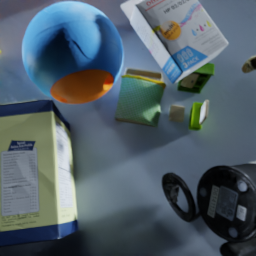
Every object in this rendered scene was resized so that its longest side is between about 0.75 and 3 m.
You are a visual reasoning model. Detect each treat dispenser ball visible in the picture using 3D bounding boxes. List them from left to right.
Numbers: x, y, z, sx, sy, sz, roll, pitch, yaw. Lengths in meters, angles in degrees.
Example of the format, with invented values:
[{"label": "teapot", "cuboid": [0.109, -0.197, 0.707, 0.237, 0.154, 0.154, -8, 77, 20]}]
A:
[{"label": "treat dispenser ball", "cuboid": [-1.373, -1.855, 7.142, 2.502, 2.502, 2.502, 0, 74, 0]}]

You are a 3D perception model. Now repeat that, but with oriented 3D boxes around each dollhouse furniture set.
[{"label": "dollhouse furniture set", "cuboid": [0.885, -0.903, 7.491, 2.418, 1.213, 1.584, 9, 74, 2]}]

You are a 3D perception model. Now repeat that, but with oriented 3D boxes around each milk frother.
[{"label": "milk frother", "cuboid": [2.459, 1.507, 6.671, 2.397, 2.300, 2.549, -1, 31, -36]}]

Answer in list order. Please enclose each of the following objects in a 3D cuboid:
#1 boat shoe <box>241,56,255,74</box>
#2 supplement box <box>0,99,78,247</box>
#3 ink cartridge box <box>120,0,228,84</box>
[{"label": "boat shoe", "cuboid": [2.952, -1.528, 6.499, 0.261, 0.832, 0.305, -35, 85, -37]}, {"label": "supplement box", "cuboid": [-2.854, 1.146, 6.529, 2.906, 1.951, 2.903, -7, 74, -2]}, {"label": "ink cartridge box", "cuboid": [1.022, -2.465, 6.664, 1.382, 0.814, 2.401, -33, 85, -11]}]
